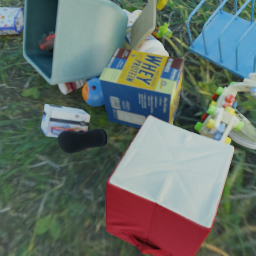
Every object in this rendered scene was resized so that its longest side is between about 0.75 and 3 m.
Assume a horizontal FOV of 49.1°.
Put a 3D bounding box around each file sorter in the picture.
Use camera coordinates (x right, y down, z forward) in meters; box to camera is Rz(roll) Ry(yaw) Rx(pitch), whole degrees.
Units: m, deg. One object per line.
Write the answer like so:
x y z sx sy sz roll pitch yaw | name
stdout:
3.550 -3.136 9.182 2.723 1.671 1.890 39 88 29 | file sorter

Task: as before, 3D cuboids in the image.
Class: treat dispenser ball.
-0.997 -1.127 8.860 0.893 0.893 0.893 0 49 0 | treat dispenser ball

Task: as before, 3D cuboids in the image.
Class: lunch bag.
-5.099 -4.371 11.676 1.222 0.890 1.437 -2 41 -2 | lunch bag

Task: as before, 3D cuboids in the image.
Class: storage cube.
0.813 1.347 5.904 1.938 2.038 2.267 22 49 15 | storage cube

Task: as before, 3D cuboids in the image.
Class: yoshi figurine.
1.358 -3.852 11.147 0.615 0.617 1.098 -9 23 -17 | yoshi figurine

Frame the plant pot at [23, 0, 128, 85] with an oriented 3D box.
-1.553 -3.091 8.889 2.666 2.610 2.617 -10 35 -36 | plant pot

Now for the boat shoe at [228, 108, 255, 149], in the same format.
3.141 -0.140 8.206 0.687 0.592 1.908 -32 56 -23 | boat shoe

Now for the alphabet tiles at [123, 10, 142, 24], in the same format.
-0.057 -4.400 11.966 2.106 0.154 2.060 -32 60 -17 | alphabet tiles

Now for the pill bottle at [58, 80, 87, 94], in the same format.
-1.869 -1.535 9.482 0.880 0.497 0.497 -32 57 -26 | pill bottle

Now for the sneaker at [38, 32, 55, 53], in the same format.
-1.787 -2.559 9.050 2.117 0.748 1.034 -6 90 -13 | sneaker

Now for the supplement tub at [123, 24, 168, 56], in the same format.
0.455 -2.712 9.935 1.320 1.320 1.825 -25 54 -20 | supplement tub

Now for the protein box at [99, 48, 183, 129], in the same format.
0.424 -0.999 7.970 1.913 1.899 1.291 14 58 14 | protein box

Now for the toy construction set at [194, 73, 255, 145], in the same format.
2.668 -0.559 7.347 1.127 1.605 2.448 43 75 10 | toy construction set

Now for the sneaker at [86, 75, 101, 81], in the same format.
-0.662 -1.839 9.764 1.634 0.571 0.735 -9 39 -11 | sneaker

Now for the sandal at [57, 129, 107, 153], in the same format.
-1.107 0.301 6.916 1.533 0.576 0.345 -6 4 29 | sandal

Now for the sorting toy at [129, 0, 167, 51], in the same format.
0.637 -3.265 8.536 0.285 2.128 1.586 20 61 -22 | sorting toy

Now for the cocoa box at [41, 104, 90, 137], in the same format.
-1.729 -0.156 7.700 1.103 0.724 0.735 7 13 -30 | cocoa box
